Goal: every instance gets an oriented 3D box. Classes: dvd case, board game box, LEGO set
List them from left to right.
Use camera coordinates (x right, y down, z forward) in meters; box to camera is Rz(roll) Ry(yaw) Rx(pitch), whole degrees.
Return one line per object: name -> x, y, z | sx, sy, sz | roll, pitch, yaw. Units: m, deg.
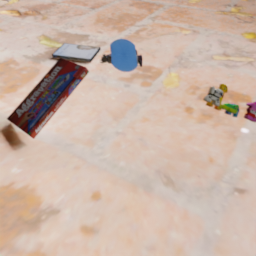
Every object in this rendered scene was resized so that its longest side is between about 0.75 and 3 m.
board game box -> -2.568, -1.037, 8.954 | 1.407, 0.266, 2.733 | 26, 73, 36
dvd case -> -2.368, -3.511, 12.971 | 1.887, 0.166, 1.346 | 9, 41, 11
board game box -> -0.131, -1.712, 6.721 | 0.655, 0.162, 0.830 | -3, 82, -22
LEGO set -> 2.810, -0.805, 7.818 | 1.785, 0.733, 0.681 | 19, 0, -20

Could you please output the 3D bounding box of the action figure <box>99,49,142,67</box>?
action figure -> -0.209, -1.767, 7.268 | 1.171, 0.406, 0.762 | -12, 34, -27
